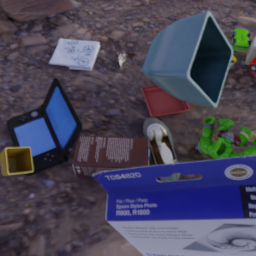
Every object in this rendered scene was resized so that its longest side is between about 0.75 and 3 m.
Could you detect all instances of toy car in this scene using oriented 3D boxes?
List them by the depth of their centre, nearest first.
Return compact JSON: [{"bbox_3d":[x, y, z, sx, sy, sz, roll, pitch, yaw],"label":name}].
[{"bbox_3d":[4.651,-3.046,11.575,2.909,0.649,2.737,10,55,6],"label":"toy car"}]

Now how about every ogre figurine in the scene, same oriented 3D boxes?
[{"bbox_3d":[3.059,0.469,8.697,2.229,1.094,1.336,35,76,25],"label":"ogre figurine"}]

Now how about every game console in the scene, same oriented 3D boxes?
[{"bbox_3d":[-2.779,-0.087,8.990,2.146,1.420,2.440,-22,57,-16],"label":"game console"}]

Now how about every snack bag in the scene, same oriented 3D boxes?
[{"bbox_3d":[-2.274,-3.131,11.904,1.878,0.201,1.771,7,54,4],"label":"snack bag"}]

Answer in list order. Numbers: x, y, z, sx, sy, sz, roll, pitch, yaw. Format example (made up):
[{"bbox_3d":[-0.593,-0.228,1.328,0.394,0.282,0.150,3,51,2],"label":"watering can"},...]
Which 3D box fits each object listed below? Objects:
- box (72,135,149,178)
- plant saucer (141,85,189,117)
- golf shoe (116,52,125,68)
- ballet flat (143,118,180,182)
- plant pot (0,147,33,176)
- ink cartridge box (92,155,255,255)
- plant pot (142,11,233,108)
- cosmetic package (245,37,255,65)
[{"bbox_3d":[-0.474,0.913,8.626,2.242,0.840,1.123,2,51,3],"label":"box"},{"bbox_3d":[1.344,-1.012,10.352,1.444,0.266,1.447,-10,55,-7],"label":"plant saucer"},{"bbox_3d":[-0.291,-2.828,11.615,0.387,0.339,0.879,3,55,-7],"label":"golf shoe"},{"bbox_3d":[1.067,0.507,8.918,0.857,0.810,2.544,-14,55,-1],"label":"ballet flat"},{"bbox_3d":[-3.356,1.037,8.241,0.765,0.787,0.770,1,72,-45],"label":"plant pot"},{"bbox_3d":[1.051,1.477,4.471,2.603,2.608,0.529,-10,46,22],"label":"ink cartridge box"},{"bbox_3d":[1.845,-2.210,9.539,2.288,2.246,2.240,11,76,43],"label":"plant pot"},{"bbox_3d":[5.836,-2.883,11.260,1.862,0.964,0.680,17,56,11],"label":"cosmetic package"}]
